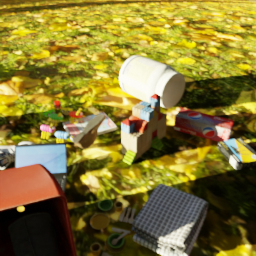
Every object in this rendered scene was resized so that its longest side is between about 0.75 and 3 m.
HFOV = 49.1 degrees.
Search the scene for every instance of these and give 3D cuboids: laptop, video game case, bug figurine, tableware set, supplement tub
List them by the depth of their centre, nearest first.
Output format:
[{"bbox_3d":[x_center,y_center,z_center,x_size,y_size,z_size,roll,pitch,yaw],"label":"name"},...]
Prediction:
[{"bbox_3d":[-0.566,2.909,8.312,1.299,0.296,1.929,8,35,12],"label":"tableware set"},{"bbox_3d":[-3.122,1.535,9.584,1.897,1.106,2.141,-3,27,-3],"label":"laptop"},{"bbox_3d":[-2.949,-0.163,12.454,1.687,0.560,2.176,3,39,14],"label":"bug figurine"},{"bbox_3d":[-1.786,-0.080,12.872,2.086,0.182,1.492,-16,37,-23],"label":"video game case"},{"bbox_3d":[1.214,-2.379,14.520,2.152,2.152,2.969,-27,42,-34],"label":"supplement tub"}]

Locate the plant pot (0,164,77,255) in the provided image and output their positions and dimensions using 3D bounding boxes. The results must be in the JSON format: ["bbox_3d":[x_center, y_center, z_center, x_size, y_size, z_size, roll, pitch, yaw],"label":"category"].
[{"bbox_3d":[-2.890,2.386,7.234,2.655,2.652,2.340,-11,27,-15],"label":"plant pot"}]

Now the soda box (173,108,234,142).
[{"bbox_3d":[3.299,-0.120,12.390,2.440,0.774,0.854,17,39,22],"label":"soda box"}]

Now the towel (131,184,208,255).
[{"bbox_3d":[1.236,2.653,8.171,1.687,0.872,2.038,18,38,26],"label":"towel"}]

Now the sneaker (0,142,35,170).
[{"bbox_3d":[-4.384,1.073,10.743,1.737,0.609,0.942,-8,29,1],"label":"sneaker"}]

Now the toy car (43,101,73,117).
[{"bbox_3d":[-3.593,-0.811,13.850,1.421,0.317,1.337,27,43,35],"label":"toy car"}]

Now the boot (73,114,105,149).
[{"bbox_3d":[-1.471,0.150,11.596,1.680,0.634,0.619,-48,31,-6],"label":"boot"}]

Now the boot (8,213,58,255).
[{"bbox_3d":[-2.666,3.368,6.993,2.181,0.870,2.399,-7,42,-33],"label":"boot"}]

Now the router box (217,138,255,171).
[{"bbox_3d":[4.368,1.011,11.070,1.066,0.365,1.429,-9,35,-13],"label":"router box"}]

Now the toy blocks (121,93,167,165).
[{"bbox_3d":[0.686,-0.144,11.347,1.444,1.975,2.890,24,41,31],"label":"toy blocks"}]
